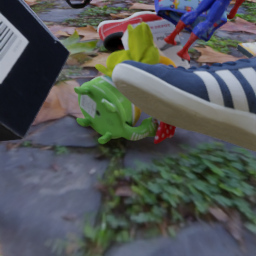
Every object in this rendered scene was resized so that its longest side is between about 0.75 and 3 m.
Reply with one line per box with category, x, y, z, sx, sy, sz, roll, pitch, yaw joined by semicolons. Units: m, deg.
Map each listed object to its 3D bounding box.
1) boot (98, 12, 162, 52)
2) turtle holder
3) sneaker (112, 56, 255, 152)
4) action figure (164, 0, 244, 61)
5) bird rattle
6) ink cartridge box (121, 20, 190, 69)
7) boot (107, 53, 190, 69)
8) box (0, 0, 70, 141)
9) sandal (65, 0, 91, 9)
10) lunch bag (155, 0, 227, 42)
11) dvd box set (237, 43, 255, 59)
boot;0.296;-4.066;12.039;2.971;1.076;2.143;-15;39;-6
turtle holder;-0.252;-0.539;6.844;1.973;1.499;1.401;15;38;41
sneaker;1.280;-0.520;3.630;2.906;1.089;1.228;20;82;3
action figure;2.009;-2.844;6.190;0.734;2.840;0.929;0;50;-46
bird rattle;0.858;-1.184;6.922;2.961;1.668;2.414;44;32;-9
ink cartridge box;0.884;-2.150;8.624;1.520;0.858;2.071;-17;83;-20
boot;0.686;-2.093;9.422;2.406;0.905;1.799;8;30;27
box;-2.132;-0.731;2.992;2.319;1.716;1.210;-4;54;35
sandal;-1.274;-3.288;6.760;0.859;0.547;2.286;-37;43;-13
lunch bag;1.622;-3.648;7.980;2.100;0.988;1.581;12;65;-18
dvd box set;5.548;-3.159;11.440;1.718;0.253;1.257;-6;37;-9
